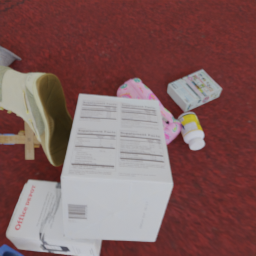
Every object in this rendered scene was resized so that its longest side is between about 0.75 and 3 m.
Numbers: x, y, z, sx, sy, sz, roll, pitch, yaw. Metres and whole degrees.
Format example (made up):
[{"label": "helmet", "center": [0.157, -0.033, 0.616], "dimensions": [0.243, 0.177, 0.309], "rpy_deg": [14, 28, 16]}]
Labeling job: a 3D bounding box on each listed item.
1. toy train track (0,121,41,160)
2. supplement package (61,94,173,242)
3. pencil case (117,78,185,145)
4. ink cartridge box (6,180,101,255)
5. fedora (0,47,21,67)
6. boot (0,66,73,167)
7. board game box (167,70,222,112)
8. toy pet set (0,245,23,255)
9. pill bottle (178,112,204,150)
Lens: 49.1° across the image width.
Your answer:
[{"label": "toy train track", "center": [-3.560, 0.331, 8.752], "dimensions": [2.216, 1.271, 0.361], "rpy_deg": [1, 9, -12]}, {"label": "supplement package", "center": [-0.310, 0.851, 6.570], "dimensions": [2.048, 2.063, 2.719], "rpy_deg": [4, 39, -5]}, {"label": "pencil case", "center": [0.689, -0.569, 9.311], "dimensions": [1.108, 1.108, 2.533], "rpy_deg": [-27, 57, -18]}, {"label": "ink cartridge box", "center": [-1.721, 2.313, 7.234], "dimensions": [2.156, 0.899, 1.566], "rpy_deg": [4, 49, 5]}, {"label": "fedora", "center": [-5.070, -2.791, 10.972], "dimensions": [1.538, 1.360, 0.694], "rpy_deg": [27, 88, 15]}, {"label": "boot", "center": [-2.704, -0.341, 7.984], "dimensions": [2.158, 2.791, 1.006], "rpy_deg": [16, 38, 29]}, {"label": "board game box", "center": [2.403, -1.366, 10.234], "dimensions": [1.563, 0.502, 1.153], "rpy_deg": [-24, 59, -15]}, {"label": "toy pet set", "center": [-3.013, 3.503, 5.763], "dimensions": [1.046, 1.970, 1.839], "rpy_deg": [26, 79, 41]}, {"label": "pill bottle", "center": [2.057, 0.114, 9.066], "dimensions": [0.647, 0.647, 1.155], "rpy_deg": [-9, 55, -6]}]
